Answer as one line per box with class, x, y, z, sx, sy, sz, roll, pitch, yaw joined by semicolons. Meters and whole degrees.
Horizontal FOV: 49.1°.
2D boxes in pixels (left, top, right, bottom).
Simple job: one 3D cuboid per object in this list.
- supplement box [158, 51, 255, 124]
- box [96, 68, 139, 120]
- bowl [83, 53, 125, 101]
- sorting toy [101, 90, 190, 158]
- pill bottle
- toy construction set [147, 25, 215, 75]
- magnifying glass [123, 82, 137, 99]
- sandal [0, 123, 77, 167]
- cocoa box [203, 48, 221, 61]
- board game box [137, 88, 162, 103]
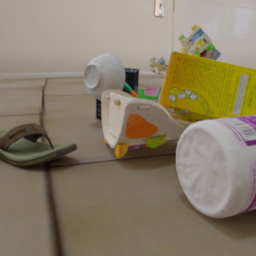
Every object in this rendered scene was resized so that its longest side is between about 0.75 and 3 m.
supplement box;1.969;-0.738;6.608;2.364;1.295;1.287;14;-6;6
box;-0.398;-1.276;10.515;1.410;1.899;1.017;7;19;10
bowl;-0.954;-1.701;9.432;1.695;1.695;0.762;12;11;41
sorting toy;0.710;-0.111;7.308;2.452;1.455;2.723;2;11;-16
pill bottle;2.227;0.500;4.623;2.593;1.456;1.456;-5;15;-23
toy construction set;1.520;-1.999;7.788;1.303;0.915;1.987;-28;1;-44
magnifying glass;0.015;-1.301;9.388;1.362;0.153;0.542;47;16;11
sandal;-2.556;0.285;6.702;2.952;0.842;1.172;8;16;29
cocoa box;3.033;-2.961;10.936;0.962;0.641;0.631;21;25;-42
board game box;1.328;-0.834;8.488;1.739;0.351;1.330;1;-12;24
